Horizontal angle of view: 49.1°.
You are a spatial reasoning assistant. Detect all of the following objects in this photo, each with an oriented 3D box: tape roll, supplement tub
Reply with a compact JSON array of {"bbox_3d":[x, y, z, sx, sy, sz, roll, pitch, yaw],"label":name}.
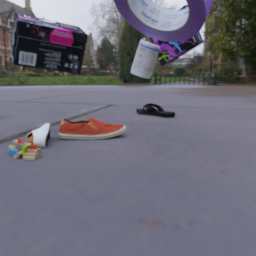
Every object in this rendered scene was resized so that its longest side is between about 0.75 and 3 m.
[{"bbox_3d":[0.803,-3.113,6.580,2.340,0.768,2.340,22,-18,8],"label":"tape roll"},{"bbox_3d":[0.461,-1.843,7.575,0.592,0.898,0.592,16,19,-6],"label":"supplement tub"}]

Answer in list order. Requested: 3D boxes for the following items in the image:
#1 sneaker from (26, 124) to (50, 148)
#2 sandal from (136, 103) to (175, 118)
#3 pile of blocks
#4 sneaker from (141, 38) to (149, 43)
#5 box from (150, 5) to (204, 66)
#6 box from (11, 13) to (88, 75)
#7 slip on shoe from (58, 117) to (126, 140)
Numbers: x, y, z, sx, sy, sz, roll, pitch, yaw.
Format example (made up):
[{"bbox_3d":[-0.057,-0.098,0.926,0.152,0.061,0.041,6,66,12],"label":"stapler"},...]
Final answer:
[{"bbox_3d":[-2.573,0.178,8.054,0.608,0.523,1.436,1,12,-8],"label":"sneaker"},{"bbox_3d":[1.318,-0.884,13.493,2.228,0.533,0.837,10,15,43],"label":"sandal"},{"bbox_3d":[-2.618,0.489,6.847,1.227,0.381,0.504,8,13,36],"label":"pile of blocks"},{"bbox_3d":[0.920,-3.831,13.043,0.812,0.356,0.307,41,-7,-17],"label":"sneaker"},{"bbox_3d":[1.821,-3.563,11.041,0.384,1.520,2.126,-21,-1,-39],"label":"box"},{"bbox_3d":[-2.664,-2.764,9.345,2.203,1.456,1.264,3,29,-26],"label":"box"},{"bbox_3d":[-1.100,-0.013,8.758,2.114,0.647,0.783,0,9,-9],"label":"slip on shoe"}]
